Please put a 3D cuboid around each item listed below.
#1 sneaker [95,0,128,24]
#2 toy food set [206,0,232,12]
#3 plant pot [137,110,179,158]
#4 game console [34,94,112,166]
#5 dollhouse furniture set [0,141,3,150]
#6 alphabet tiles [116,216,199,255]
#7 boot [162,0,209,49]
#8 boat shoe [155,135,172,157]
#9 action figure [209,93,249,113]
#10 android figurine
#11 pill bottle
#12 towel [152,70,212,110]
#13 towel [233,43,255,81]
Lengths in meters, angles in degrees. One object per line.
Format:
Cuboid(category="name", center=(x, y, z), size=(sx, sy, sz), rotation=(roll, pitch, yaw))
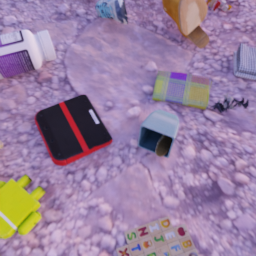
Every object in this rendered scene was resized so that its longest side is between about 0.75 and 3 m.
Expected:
Cuboid(category="sneaker", center=(-0.667, -4.398, 10.597), size=(1.062, 0.955, 2.460), rotation=(-15, 31, -5))
Cuboid(category="toy food set", center=(3.725, -5.046, 11.620), size=(1.022, 0.460, 0.488), rotation=(31, 48, -2))
Cuboid(category="plant pot", center=(0.951, 0.070, 8.095), size=(0.997, 0.995, 1.016), rotation=(22, 51, 13))
Cuboid(category="game console", center=(-1.712, 0.013, 8.516), size=(1.838, 0.322, 2.078), rotation=(-23, 61, -18))
Cuboid(category="dollhouse furniture set", center=(-4.711, 0.069, 7.517), size=(1.448, 2.044, 2.225), rotation=(-42, 97, -24))
Cuboid(category="alphabet tiles", center=(0.719, 3.055, 6.737), size=(1.846, 0.058, 1.536), rotation=(-16, 59, -10))
Cuboid(category="boot", center=(1.762, -4.092, 9.647), size=(1.052, 2.990, 2.141), rotation=(-39, 65, 11))
Cuboid(category="boat shoe", center=(1.056, 0.419, 8.180), size=(0.364, 0.314, 0.998), rotation=(23, 68, -1))
Cuboid(category="action figure", center=(3.138, -0.791, 8.781), size=(1.106, 0.565, 0.658), rotation=(-6, 26, -2))
Cuboid(category="android figurine", center=(-3.029, 2.064, 7.175), size=(1.606, 0.362, 1.765), rotation=(32, 63, 18))
Cuboid(category="pill bottle", center=(-3.742, -2.497, 9.414), size=(2.404, 1.340, 1.340), rotation=(-18, 60, -11))
Cuboid(category="towel", center=(1.819, -1.274, 9.332), size=(1.878, 0.214, 1.348), rotation=(10, 59, 7))
Cuboid(category="towel", center=(4.284, -2.295, 9.740), size=(1.082, 0.559, 1.307), rotation=(11, 59, 4))
